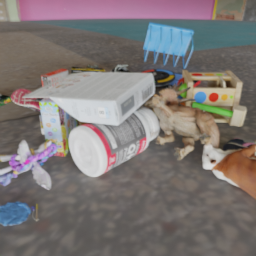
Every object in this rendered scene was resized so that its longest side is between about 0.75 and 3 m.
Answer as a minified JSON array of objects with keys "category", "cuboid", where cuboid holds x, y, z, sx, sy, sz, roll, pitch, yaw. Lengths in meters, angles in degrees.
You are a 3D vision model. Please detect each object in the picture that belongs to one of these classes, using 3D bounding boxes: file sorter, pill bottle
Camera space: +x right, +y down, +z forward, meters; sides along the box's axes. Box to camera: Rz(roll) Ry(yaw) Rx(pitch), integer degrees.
[{"category":"file sorter","cuboid":[2.269,-4.626,16.103,2.571,1.784,1.577,9,53,-4]},{"category":"pill bottle","cuboid":[-0.266,0.244,7.544,1.326,1.326,2.396,23,35,38]}]

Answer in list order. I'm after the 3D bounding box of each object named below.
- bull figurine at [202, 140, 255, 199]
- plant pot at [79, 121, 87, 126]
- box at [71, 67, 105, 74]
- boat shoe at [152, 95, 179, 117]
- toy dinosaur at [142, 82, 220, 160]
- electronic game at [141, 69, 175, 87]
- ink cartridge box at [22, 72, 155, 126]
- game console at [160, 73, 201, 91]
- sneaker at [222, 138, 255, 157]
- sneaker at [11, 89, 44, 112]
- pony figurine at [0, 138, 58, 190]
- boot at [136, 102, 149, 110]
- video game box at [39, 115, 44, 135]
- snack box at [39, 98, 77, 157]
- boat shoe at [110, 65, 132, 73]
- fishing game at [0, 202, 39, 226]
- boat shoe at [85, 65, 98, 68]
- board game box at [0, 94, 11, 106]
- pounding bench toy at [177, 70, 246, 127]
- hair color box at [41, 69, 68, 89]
[{"category":"bull figurine","cuboid":[2.913,0.947,6.498,1.492,0.800,2.458,-42,46,-6]},{"category":"plant pot","cuboid":[-1.092,-0.263,8.990,1.097,1.097,0.151,6,-9,12]},{"category":"box","cuboid":[-1.960,-2.713,13.633,1.585,0.391,1.265,1,18,-9]},{"category":"boat shoe","cuboid":[1.440,-1.008,10.829,0.766,0.655,2.090,11,28,21]},{"category":"toy dinosaur","cuboid":[1.635,-0.249,7.742,2.913,1.250,1.974,34,38,13]},{"category":"electronic game","cuboid":[1.350,-2.479,13.663,1.884,0.392,1.884,-4,32,2]},{"category":"ink cartridge box","cuboid":[-1.030,-0.926,7.836,2.933,0.693,2.348,5,28,27]},{"category":"game console","cuboid":[2.364,-2.309,13.841,2.059,0.320,1.821,18,31,33]},{"category":"sneaker","cuboid":[3.533,0.674,7.466,1.825,0.640,0.749,25,39,38]},{"category":"sneaker","cuboid":[-3.306,-0.840,9.720,1.553,0.580,0.626,20,64,1]},{"category":"pony figurine","cuboid":[-2.436,0.823,6.670,1.525,1.270,1.472,-23,25,4]},{"category":"boot","cuboid":[-0.013,-0.355,9.058,0.815,1.059,2.216,15,30,27]},{"category":"video game box","cuboid":[-2.477,-0.180,9.614,1.033,0.265,1.134,-6,27,-17]},{"category":"snack box","cuboid":[-1.952,-0.230,8.143,0.559,1.652,1.393,3,26,6]},{"category":"boat shoe","cuboid":[-0.347,-2.858,14.444,0.811,0.751,2.198,-9,28,-17]},{"category":"fishing game","cuboid":[-2.385,1.788,5.796,0.998,0.155,0.714,-2,26,-21]},{"category":"boat shoe","cuboid":[-2.210,-3.466,16.104,1.033,0.366,0.372,-9,28,-17]},{"category":"board game box","cuboid":[-6.024,-0.826,10.910,1.328,0.297,2.535,16,31,25]},{"category":"pounding bench toy","cuboid":[2.704,-0.907,9.585,1.946,1.550,2.495,1,26,3]},{"category":"hair color box","cuboid":[-3.462,-2.302,13.374,0.432,0.716,1.411,15,29,26]}]
